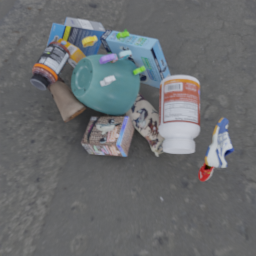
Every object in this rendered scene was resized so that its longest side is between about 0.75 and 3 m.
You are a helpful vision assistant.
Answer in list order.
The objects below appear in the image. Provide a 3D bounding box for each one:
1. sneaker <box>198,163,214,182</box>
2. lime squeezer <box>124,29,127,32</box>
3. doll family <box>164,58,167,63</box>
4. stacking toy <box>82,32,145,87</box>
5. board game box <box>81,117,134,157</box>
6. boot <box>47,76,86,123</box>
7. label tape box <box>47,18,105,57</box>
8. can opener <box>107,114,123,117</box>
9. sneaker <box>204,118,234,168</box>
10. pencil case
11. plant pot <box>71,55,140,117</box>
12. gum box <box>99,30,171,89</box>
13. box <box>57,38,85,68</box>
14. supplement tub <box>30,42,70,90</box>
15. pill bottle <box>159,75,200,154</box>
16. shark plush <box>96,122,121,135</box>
[{"bbox_3d":[2.548,1.344,9.176,0.435,1.130,0.480,38,39,27],"label":"sneaker"},{"bbox_3d":[0.109,-3.445,12.241,0.374,1.983,0.700,27,86,34],"label":"lime squeezer"},{"bbox_3d":[1.461,-3.293,13.613,0.861,0.338,0.498,29,53,-2],"label":"doll family"},{"bbox_3d":[-0.395,-2.400,9.389,2.058,0.483,1.551,-26,92,-36],"label":"stacking toy"},{"bbox_3d":[-0.733,0.298,10.473,1.600,0.775,1.275,1,54,22],"label":"board game box"},{"bbox_3d":[-2.505,-1.238,10.526,0.931,2.651,1.938,-33,97,-10],"label":"boot"},{"bbox_3d":[-2.358,-3.769,12.014,2.340,1.676,0.773,-3,51,-34],"label":"label tape box"},{"bbox_3d":[-0.543,-0.540,11.456,0.577,0.728,2.191,-30,63,3],"label":"can opener"},{"bbox_3d":[2.862,0.472,8.446,0.707,0.604,1.604,15,72,25],"label":"sneaker"},{"bbox_3d":[0.657,-0.228,10.841,1.222,1.063,2.732,-40,67,-1],"label":"pencil case"},{"bbox_3d":[-0.976,-1.642,10.290,1.797,2.239,2.239,8,43,-43],"label":"plant pot"},{"bbox_3d":[0.321,-2.669,11.009,2.540,2.158,0.566,24,69,36],"label":"gum box"},{"bbox_3d":[-1.842,-2.527,11.687,0.526,2.536,1.510,-51,50,-3],"label":"box"},{"bbox_3d":[-2.754,-2.140,9.810,0.888,0.888,1.661,19,67,13],"label":"supplement tub"},{"bbox_3d":[1.726,-0.407,9.490,1.374,1.374,2.449,3,76,2],"label":"pill bottle"},{"bbox_3d":[-0.678,-0.098,9.714,0.853,0.388,0.355,-21,42,2],"label":"shark plush"}]
